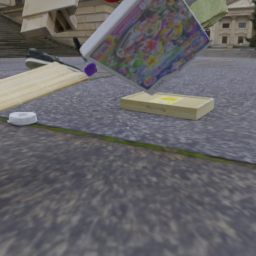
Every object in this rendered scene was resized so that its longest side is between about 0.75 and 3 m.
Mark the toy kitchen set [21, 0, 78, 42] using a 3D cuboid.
[{"bbox_3d":[-1.914,-3.137,8.319,1.544,1.892,1.707,-7,-27,14],"label":"toy kitchen set"}]

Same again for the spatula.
[{"bbox_3d":[-1.319,-2.114,8.382,0.400,1.415,0.145,-39,46,-13],"label":"spatula"}]

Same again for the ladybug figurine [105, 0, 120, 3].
[{"bbox_3d":[-0.370,-4.068,8.470,0.996,0.358,0.676,3,55,37],"label":"ladybug figurine"}]

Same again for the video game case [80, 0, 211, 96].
[{"bbox_3d":[0.508,-1.606,5.481,2.547,1.824,0.230,17,36,-57],"label":"video game case"}]

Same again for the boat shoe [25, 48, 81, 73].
[{"bbox_3d":[-2.119,-1.880,8.197,1.641,0.555,0.589,13,-28,-27],"label":"boat shoe"}]

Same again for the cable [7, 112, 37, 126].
[{"bbox_3d":[-3.266,-0.304,8.709,0.803,0.278,0.803,-14,22,-39],"label":"cable"}]

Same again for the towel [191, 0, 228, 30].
[{"bbox_3d":[2.822,-4.159,9.920,1.330,0.327,1.792,-26,44,34],"label":"towel"}]

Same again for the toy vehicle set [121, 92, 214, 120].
[{"bbox_3d":[1.450,-0.905,10.436,2.991,0.396,1.858,11,20,32],"label":"toy vehicle set"}]

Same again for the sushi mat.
[{"bbox_3d":[-2.015,-0.601,4.658,2.600,0.157,1.244,-28,37,-33],"label":"sushi mat"}]
